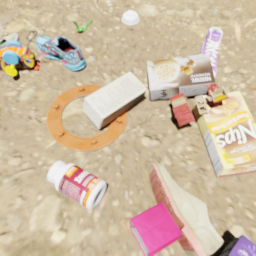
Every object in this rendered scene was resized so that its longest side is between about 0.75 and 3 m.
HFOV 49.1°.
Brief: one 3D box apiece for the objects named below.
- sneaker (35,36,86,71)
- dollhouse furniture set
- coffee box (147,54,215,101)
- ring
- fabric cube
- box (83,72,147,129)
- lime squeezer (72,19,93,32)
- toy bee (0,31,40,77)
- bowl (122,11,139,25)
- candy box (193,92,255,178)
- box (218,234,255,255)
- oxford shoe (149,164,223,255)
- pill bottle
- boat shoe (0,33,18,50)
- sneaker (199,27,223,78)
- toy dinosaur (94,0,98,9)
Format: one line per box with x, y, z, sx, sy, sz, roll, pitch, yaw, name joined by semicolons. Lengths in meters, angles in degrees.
-2.614;-3.161;10.713;2.357;1.126;0.935;28;61;17;sneaker
2.245;-0.789;8.906;1.716;0.698;0.923;-20;27;13;dollhouse furniture set
1.778;-1.719;9.684;2.139;0.853;1.223;-5;67;6;coffee box
-1.389;-0.462;9.496;2.759;0.265;2.759;0;56;0;ring
0.663;2.611;7.113;0.934;0.919;0.937;-25;60;-15;fabric cube
-0.439;-0.925;9.251;1.980;0.770;0.940;-34;76;-27;box
-1.958;-4.348;11.913;0.267;0.500;1.415;11;25;26;lime squeezer
-4.018;-2.515;10.417;2.360;1.283;1.545;4;60;33;toy bee
0.102;-4.898;12.307;0.779;0.350;0.779;0;58;0;bowl
3.180;0.139;8.809;1.526;0.731;2.644;-8;57;-6;candy box
2.443;3.924;6.059;1.783;1.257;2.410;36;63;20;box
1.460;2.089;7.518;1.005;0.964;2.723;-21;69;-19;oxford shoe
-1.452;1.550;7.829;1.532;0.865;0.865;25;61;16;pill bottle
-4.913;-3.483;11.366;0.445;0.384;1.237;18;59;11;boat shoe
3.040;-2.842;10.440;0.808;1.271;2.229;10;59;5;sneaker
-1.620;-6.405;13.174;0.938;0.540;1.854;7;57;3;toy dinosaur
